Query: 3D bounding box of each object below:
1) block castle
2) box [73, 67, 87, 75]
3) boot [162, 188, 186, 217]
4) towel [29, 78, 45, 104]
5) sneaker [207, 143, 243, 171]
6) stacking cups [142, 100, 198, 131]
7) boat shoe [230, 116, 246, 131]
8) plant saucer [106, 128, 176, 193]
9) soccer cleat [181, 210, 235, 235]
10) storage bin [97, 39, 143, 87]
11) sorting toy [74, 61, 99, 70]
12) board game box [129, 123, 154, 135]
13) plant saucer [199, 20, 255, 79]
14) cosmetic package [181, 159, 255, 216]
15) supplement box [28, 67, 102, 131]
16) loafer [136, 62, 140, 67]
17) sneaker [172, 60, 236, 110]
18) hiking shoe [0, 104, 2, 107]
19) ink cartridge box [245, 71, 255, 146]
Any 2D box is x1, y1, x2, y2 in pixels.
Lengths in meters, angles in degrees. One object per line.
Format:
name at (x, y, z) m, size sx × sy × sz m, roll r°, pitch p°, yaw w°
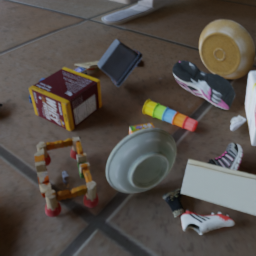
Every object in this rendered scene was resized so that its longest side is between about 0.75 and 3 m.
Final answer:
block castle at (-1.900, 1.440, 8.439) m, size 1.557 × 1.093 × 2.330 m, roll -10°, pitch 44°, yaw -18°
box at (-2.593, -2.419, 13.374) m, size 0.478 × 0.439 × 1.366 m, roll 26°, pitch 47°, yaw 27°
boot at (1.480, 2.167, 8.162) m, size 0.937 × 0.338 × 0.708 m, roll -5°, pitch 57°, yaw -41°
towel at (-3.726, -1.660, 12.520) m, size 0.931 × 0.405 × 1.668 m, roll 4°, pitch 40°, yaw 6°
sneaker at (2.919, 1.196, 8.866) m, size 0.986 × 0.832 × 2.254 m, roll 23°, pitch 50°, yaw 16°
stacking cups at (1.624, -0.455, 10.949) m, size 2.163 × 0.654 × 0.654 m, roll 25°, pitch 47°, yaw 25°
boat shoe at (4.110, -0.218, 10.675) m, size 1.158 × 0.417 × 0.381 m, roll -26°, pitch 62°, yaw -42°
plant saucer at (0.503, 1.094, 7.878) m, size 2.244 × 2.244 × 0.563 m, roll -17°, pitch 37°, yaw -18°
soccer cleat at (2.134, 2.604, 7.551) m, size 1.400 × 0.480 × 0.596 m, roll 4°, pitch 46°, yaw 11°
storage bin at (-0.461, -2.951, 12.286) m, size 1.197 × 1.782 × 1.297 m, roll 33°, pitch 15°, yaw -29°
sorting toy at (-1.504, -3.157, 14.060) m, size 1.956 × 0.262 × 1.457 m, roll -18°, pitch 24°, yaw -35°
board game box at (0.547, 0.454, 9.725) m, size 0.839 × 0.839 × 0.840 m, roll -10°, pitch 42°, yaw -11°
plant saucer at (4.270, -3.398, 12.709) m, size 0.503 × 2.838 × 2.838 m, roll -36°, pitch 52°, yaw -27°
cosmetic package at (2.810, 1.622, 7.248) m, size 2.616 × 1.354 × 0.956 m, roll 12°, pitch 82°, yaw 20°
supplement box at (-2.464, -1.220, 11.302) m, size 1.962 × 1.321 × 1.989 m, roll 23°, pitch 46°, yaw 25°
loafer at (0.495, -3.526, 14.789) m, size 0.301 × 0.264 × 0.838 m, roll 4°, pitch 41°, yaw 4°
sneaker at (3.260, -1.817, 12.150) m, size 2.941 × 1.270 × 1.181 m, roll 40°, pitch 87°, yaw 12°
hiking shoe at (-6.164, -0.628, 10.998) m, size 0.954 × 0.819 × 2.201 m, roll 21°, pitch 45°, yaw 24°
ink cartridge box at (5.063, -0.776, 10.349) m, size 1.026 × 1.786 × 2.461 m, roll 1°, pitch 40°, yaw 14°
